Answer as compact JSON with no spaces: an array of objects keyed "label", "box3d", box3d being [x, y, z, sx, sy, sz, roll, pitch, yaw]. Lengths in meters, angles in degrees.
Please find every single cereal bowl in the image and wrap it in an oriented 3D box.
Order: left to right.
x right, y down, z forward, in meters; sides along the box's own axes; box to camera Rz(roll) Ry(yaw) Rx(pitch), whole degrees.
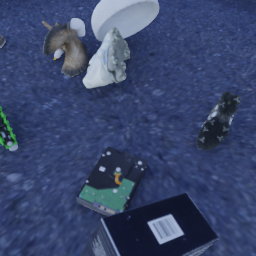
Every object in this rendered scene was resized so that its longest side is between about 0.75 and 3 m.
[{"label":"cereal bowl","box3d":[-0.214,-4.099,9.834,2.477,2.477,1.032,-23,86,-20]}]

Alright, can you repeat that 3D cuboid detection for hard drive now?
[{"label":"hard drive","box3d":[-0.328,1.222,6.462,1.097,0.297,1.570,17,49,15]}]

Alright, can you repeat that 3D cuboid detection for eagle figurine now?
[{"label":"eagle figurine","box3d":[-2.154,-2.841,9.621,1.515,1.507,1.997,-3,36,-16]}]

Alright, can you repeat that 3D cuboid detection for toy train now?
[{"label":"toy train","box3d":[-3.382,-0.082,7.491,0.402,0.544,1.928,-29,52,-17]}]

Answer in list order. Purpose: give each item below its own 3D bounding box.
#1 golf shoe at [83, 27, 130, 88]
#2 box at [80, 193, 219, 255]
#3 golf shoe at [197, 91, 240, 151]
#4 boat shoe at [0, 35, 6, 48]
[{"label":"golf shoe","box3d":[-0.767,-2.316,9.164,1.415,1.139,2.910,-22,31,23]},{"label":"box","box3d":[0.226,2.004,4.466,1.735,1.580,0.903,-4,45,-36]},{"label":"golf shoe","box3d":[2.336,-0.112,7.280,0.652,0.792,1.676,33,86,11]},{"label":"boat shoe","box3d":[-5.267,-3.033,10.229,0.621,0.529,1.858,23,51,20]}]
